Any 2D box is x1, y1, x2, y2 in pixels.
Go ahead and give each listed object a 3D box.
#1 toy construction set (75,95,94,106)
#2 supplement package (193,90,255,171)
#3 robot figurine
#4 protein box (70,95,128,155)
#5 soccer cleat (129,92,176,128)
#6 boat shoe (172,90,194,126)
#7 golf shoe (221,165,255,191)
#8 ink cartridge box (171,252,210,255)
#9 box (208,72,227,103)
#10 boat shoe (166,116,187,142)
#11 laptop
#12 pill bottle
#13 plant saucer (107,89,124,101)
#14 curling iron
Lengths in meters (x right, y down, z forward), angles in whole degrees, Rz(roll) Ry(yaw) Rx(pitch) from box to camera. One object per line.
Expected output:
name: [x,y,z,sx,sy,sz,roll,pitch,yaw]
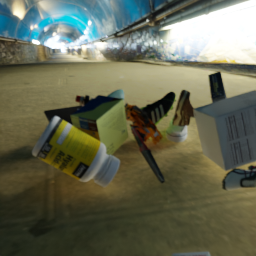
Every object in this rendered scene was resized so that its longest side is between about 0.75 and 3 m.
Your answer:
toy construction set: [-2.449,-0.307,13.461,2.759,2.301,2.120,-11,2,-5]
supplement package: [4.110,-0.011,10.163,2.629,1.981,1.995,-17,14,-4]
robot figurine: [0.508,-0.200,12.022,0.625,2.148,1.557,-52,28,-17]
protein box: [-0.960,-0.023,10.048,1.126,1.669,1.657,12,37,29]
soccer cleat: [1.235,-0.807,13.405,2.865,1.161,0.967,-51,19,-13]
boat shoe: [2.448,-0.774,11.664,0.878,0.876,2.373,16,-21,9]
golf shoe: [3.016,1.292,7.089,1.337,0.516,0.589,-15,17,-14]
ink cartridge box: [1.346,3.017,5.458,0.837,0.474,1.142,-2,19,-5]
box: [4.203,-1.007,12.583,0.614,2.408,1.899,-13,39,22]
boat shoe: [2.416,-0.163,13.918,1.028,0.933,2.795,3,19,10]
laptop: [-2.185,0.306,10.581,1.735,1.958,1.011,-14,27,-43]
pill bottle: [-1.561,0.827,8.752,2.490,1.386,1.386,31,15,-12]
plant saucer: [-0.707,-0.861,11.492,0.299,1.664,1.664,45,36,14]
curling iron: [0.727,0.836,10.105,0.714,0.368,2.880,15,29,-29]
